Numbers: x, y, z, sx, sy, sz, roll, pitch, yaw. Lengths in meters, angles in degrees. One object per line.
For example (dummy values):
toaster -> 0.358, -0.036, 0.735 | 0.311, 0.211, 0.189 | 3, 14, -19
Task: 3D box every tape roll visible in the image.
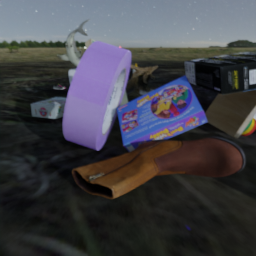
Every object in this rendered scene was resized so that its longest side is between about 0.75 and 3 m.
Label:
tape roll -> -0.770, -0.835, 7.576 | 0.915, 2.788, 2.788 | 19, 19, 4

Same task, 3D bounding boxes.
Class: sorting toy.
sorting toy -> 3.750, -0.698, 9.396 | 0.694, 1.983, 1.995 | 30, 8, -22

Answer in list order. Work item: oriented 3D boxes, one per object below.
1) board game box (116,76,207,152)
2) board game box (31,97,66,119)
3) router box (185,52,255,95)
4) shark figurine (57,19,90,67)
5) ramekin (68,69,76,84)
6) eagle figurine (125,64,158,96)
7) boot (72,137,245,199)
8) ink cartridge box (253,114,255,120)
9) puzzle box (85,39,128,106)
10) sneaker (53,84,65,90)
board game box -> 0.829, -0.363, 7.658 | 2.199, 0.492, 1.478 | -24, 45, 13
board game box -> -3.049, -0.878, 11.947 | 1.275, 0.555, 1.728 | 7, 17, 24
router box -> 3.129, -1.673, 8.071 | 2.214, 0.758, 2.968 | -9, 17, -3
shark figurine -> -1.936, -3.078, 10.163 | 1.136, 1.901, 0.793 | 14, 49, 0
ramekin -> -2.050, -1.895, 11.220 | 0.495, 1.015, 1.015 | -9, 17, -1
eagle figurine -> 0.296, -1.906, 12.245 | 1.885, 2.484, 1.875 | 35, 57, -7
boot -> 0.620, 0.746, 5.591 | 2.681, 0.918, 2.524 | -12, 17, -44
ink cartridge box -> 4.606, -0.976, 10.943 | 1.306, 1.312, 1.789 | -8, 19, -24
puzzle box -> -0.765, -1.916, 10.702 | 0.334, 2.631, 1.750 | -21, -19, 30
sneaker -> -4.481, -2.685, 18.166 | 0.818, 0.358, 0.302 | 4, 17, 12
